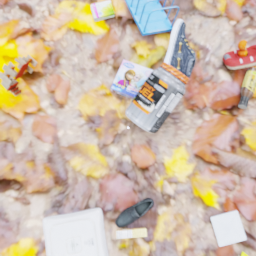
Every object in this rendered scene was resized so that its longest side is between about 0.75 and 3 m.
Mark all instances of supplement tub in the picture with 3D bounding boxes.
[{"bbox_3d":[0.938,-0.957,8.908,1.258,1.258,2.053,36,101,9],"label":"supplement tub"}]

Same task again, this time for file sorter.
[{"bbox_3d":[0.850,-4.437,9.986,1.255,1.110,1.809,-16,68,-19],"label":"file sorter"}]

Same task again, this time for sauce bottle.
[{"bbox_3d":[4.192,-1.370,9.761,0.481,0.481,1.487,20,77,5],"label":"sauce bottle"}]

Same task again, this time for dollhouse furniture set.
[{"bbox_3d":[-3.710,-1.739,9.472,0.648,1.258,1.245,42,123,-7],"label":"dollhouse furniture set"}]

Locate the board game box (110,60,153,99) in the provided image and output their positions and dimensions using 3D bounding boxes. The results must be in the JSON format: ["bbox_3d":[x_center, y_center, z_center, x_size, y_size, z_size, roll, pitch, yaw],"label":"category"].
[{"bbox_3d":[0.168,-1.665,9.946,1.230,0.253,1.227,21,76,5],"label":"board game box"}]

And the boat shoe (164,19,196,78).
[{"bbox_3d":[1.962,-2.773,9.888,1.002,0.781,2.208,12,78,18],"label":"boat shoe"}]

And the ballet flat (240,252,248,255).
[{"bbox_3d":[2.768,4.275,8.222,1.986,0.664,0.666,-24,56,-8],"label":"ballet flat"}]

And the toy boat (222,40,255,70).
[{"bbox_3d":[3.990,-2.623,9.716,1.342,0.877,0.876,-11,42,6],"label":"toy boat"}]

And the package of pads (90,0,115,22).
[{"bbox_3d":[-0.981,-4.472,10.688,0.824,0.281,0.636,-15,77,-3],"label":"package of pads"}]

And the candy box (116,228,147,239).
[{"bbox_3d":[0.092,3.195,8.495,0.914,0.528,0.253,-5,73,-1],"label":"candy box"}]

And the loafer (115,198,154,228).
[{"bbox_3d":[0.192,2.615,8.675,1.379,0.484,0.468,-32,77,-8],"label":"loafer"}]

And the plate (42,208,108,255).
[{"bbox_3d":[-1.613,3.552,8.520,1.901,0.307,1.897,-10,75,-3],"label":"plate"}]

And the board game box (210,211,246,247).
[{"bbox_3d":[3.109,3.130,8.730,0.896,0.116,0.896,-13,76,-3],"label":"board game box"}]
